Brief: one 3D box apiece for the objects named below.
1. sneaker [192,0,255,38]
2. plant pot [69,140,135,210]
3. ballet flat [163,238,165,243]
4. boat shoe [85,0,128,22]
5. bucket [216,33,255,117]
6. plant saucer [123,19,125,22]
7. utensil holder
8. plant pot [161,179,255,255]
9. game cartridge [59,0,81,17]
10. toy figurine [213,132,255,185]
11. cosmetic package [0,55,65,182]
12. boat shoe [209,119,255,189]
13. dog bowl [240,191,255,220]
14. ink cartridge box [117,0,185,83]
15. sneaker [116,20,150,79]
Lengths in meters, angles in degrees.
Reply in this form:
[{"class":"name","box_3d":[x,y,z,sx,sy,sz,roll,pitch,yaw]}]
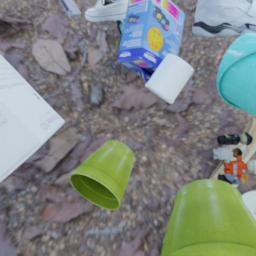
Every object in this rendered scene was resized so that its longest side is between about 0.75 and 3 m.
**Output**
[{"class":"sneaker","box_3d":[3.046,-3.336,7.534,2.635,1.514,0.990,2,34,20]},{"class":"plant pot","box_3d":[-0.457,0.949,6.202,1.236,1.236,1.191,26,54,9]},{"class":"ballet flat","box_3d":[1.813,2.765,8.052,0.747,0.747,2.011,41,76,14]},{"class":"boat shoe","box_3d":[-0.655,-3.585,8.398,1.849,0.607,0.665,20,49,41]},{"class":"bucket","box_3d":[2.854,-1.122,5.998,1.815,1.815,1.181,-40,45,-14]},{"class":"plant saucer","box_3d":[0.034,-3.619,8.243,0.168,0.978,0.978,-12,68,-29]},{"class":"utensil holder","box_3d":[0.887,-1.042,5.968,0.712,0.712,0.838,37,96,13]},{"class":"plant pot","box_3d":[1.642,2.249,5.422,2.269,2.269,2.185,7,36,3]},{"class":"game cartridge","box_3d":[-1.394,-2.843,6.123,0.166,0.562,0.867,-28,104,17]},{"class":"toy figurine","box_3d":[2.570,0.763,6.722,0.794,1.124,1.142,-4,56,4]},{"class":"cosmetic package","box_3d":[-3.261,-0.174,6.484,2.093,2.106,2.516,-41,100,9]},{"class":"boat shoe","box_3d":[3.359,0.689,8.616,0.831,0.917,2.574,29,73,10]},{"class":"dog bowl","box_3d":[3.672,2.523,8.132,1.325,0.522,1.325,0,69,0]},{"class":"ink cartridge box","box_3d":[0.580,-2.080,6.894,0.796,1.423,2.086,7,85,44]},{"class":"sneaker","box_3d":[0.919,-3.212,9.966,2.055,1.142,2.937,-17,71,-5]}]
